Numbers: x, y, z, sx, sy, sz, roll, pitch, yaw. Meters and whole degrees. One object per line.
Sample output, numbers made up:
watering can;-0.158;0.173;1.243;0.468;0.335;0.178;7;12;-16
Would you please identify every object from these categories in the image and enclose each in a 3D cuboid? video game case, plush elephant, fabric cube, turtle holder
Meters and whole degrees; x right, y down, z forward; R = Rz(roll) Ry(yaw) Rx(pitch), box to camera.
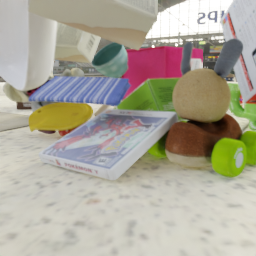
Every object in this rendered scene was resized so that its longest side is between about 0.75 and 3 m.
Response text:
video game case;-0.362;0.171;5.589;1.962;0.247;2.154;5;31;39
plush elephant;-3.404;-1.627;10.874;2.162;2.300;2.793;36;-21;-20
fabric cube;1.609;-2.425;13.732;2.886;2.840;2.895;-13;18;-42
turtle holder;4.523;-0.894;8.872;1.862;1.740;2.450;-7;13;-27

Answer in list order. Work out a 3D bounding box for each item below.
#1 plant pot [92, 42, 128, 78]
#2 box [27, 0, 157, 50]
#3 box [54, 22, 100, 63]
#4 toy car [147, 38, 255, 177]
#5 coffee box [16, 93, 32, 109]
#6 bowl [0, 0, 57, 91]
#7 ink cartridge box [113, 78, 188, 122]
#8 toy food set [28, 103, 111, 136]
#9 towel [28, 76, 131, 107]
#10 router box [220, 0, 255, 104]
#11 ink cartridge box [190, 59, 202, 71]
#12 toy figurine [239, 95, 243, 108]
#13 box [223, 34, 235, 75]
plant pot;-0.644;-2.801;12.098;1.554;1.041;1.554;-21;41;20
box;-0.763;-2.969;6.429;2.721;1.292;1.058;15;-34;-18
box;-2.234;-2.963;9.548;2.293;1.089;0.891;13;-13;27
toy car;1.527;-0.498;5.455;1.832;2.323;1.908;-11;16;-43
coffee box;-4.502;-1.492;13.931;1.242;0.877;2.198;1;12;4
bowl;-3.093;-2.778;8.317;1.102;2.952;2.947;-10;33;-41
ink cartridge box;0.609;-0.234;7.781;2.099;1.076;2.840;-10;-17;-39
toy food set;-1.644;-0.091;7.855;2.292;0.749;1.348;2;36;19
towel;-0.956;-0.787;5.995;1.865;0.222;1.350;4;29;11
router box;2.890;-2.059;5.677;0.597;2.443;2.193;0;-25;-12
ink cartridge box;2.228;-1.821;9.429;0.412;0.711;1.221;8;-19;27
toy figurine;5.187;-1.593;14.286;1.198;1.054;1.999;-1;9;21
box;3.425;-2.945;7.335;0.667;2.062;2.615;11;-26;-8
